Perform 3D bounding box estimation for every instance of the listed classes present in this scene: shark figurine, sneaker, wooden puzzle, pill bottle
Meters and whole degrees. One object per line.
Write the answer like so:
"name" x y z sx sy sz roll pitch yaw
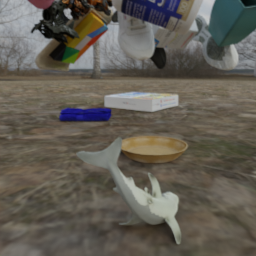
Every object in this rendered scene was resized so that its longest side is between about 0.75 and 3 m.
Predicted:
"shark figurine" 0.050 0.815 3.046 0.601 1.440 0.860 -34 34 21
"sneaker" 3.362 -3.104 10.178 1.434 1.124 2.886 6 47 -27
"wooden puzzle" -1.639 -3.051 9.561 0.536 2.881 2.665 44 13 0
"sneaker" 0.064 -2.724 6.684 0.876 2.339 1.165 -12 -18 0
"sneaker" 0.424 -3.300 10.434 1.270 2.798 1.062 -33 20 7
"pill bottle" 0.372 -2.835 5.551 2.193 1.313 1.313 19 12 -1

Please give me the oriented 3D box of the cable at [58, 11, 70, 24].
"cable" -1.883 -4.242 9.755 0.410 1.316 1.614 49 3 38

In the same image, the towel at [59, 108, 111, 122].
"towel" -1.491 -0.530 10.036 1.711 0.424 1.264 0 13 2

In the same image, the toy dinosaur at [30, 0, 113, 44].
"toy dinosaur" -1.774 -3.275 7.232 2.774 1.883 1.417 8 6 -5

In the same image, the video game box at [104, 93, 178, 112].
"video game box" 0.626 -1.261 13.141 2.634 0.617 2.400 8 17 35

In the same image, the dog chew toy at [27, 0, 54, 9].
"dog chew toy" -1.916 -3.015 6.041 0.835 0.835 1.341 -3 -2 -12

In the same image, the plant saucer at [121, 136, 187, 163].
"plant saucer" 0.497 0.450 5.764 1.419 0.251 1.419 0 12 0

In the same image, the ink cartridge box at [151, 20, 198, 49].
"ink cartridge box" 1.450 -3.231 9.461 1.441 0.610 1.041 0 -19 -20

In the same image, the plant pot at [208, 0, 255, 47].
"plant pot" 3.155 -3.265 8.204 1.172 1.173 1.660 -14 -26 -18
